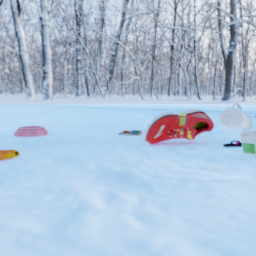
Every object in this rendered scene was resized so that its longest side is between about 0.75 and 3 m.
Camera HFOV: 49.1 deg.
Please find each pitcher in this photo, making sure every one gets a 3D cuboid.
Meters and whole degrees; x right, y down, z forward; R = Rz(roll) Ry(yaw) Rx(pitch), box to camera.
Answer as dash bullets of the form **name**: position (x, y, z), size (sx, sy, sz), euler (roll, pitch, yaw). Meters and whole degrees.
- **pitcher**: position (5.118, -0.606, 13.500), size (1.685, 1.446, 1.022), euler (5, -29, -37)

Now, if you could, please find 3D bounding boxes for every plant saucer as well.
- **plant saucer**: position (-4.304, 0.144, 12.455), size (1.456, 0.369, 1.456), euler (-1, 8, 0)

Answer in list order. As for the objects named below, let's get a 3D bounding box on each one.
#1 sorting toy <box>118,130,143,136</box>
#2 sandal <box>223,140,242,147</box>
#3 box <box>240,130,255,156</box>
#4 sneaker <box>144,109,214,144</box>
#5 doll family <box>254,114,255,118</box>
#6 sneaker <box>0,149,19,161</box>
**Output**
- **sorting toy**: position (0.178, 0.174, 12.938), size (1.019, 0.183, 1.368), euler (2, 7, 12)
- **sandal**: position (3.728, 0.543, 9.801), size (0.864, 0.195, 0.324), euler (-3, 9, -19)
- **box**: position (3.875, 0.405, 8.140), size (0.844, 0.723, 0.840), euler (-7, 0, -5)
- **sneaker**: position (1.909, 0.023, 10.157), size (2.750, 1.059, 1.168), euler (-17, 37, -17)
- **doll family**: position (5.159, 0.046, 9.589), size (2.406, 1.390, 0.944), euler (-12, -15, -27)
- **sneaker**: position (-3.381, 0.746, 7.860), size (0.316, 0.299, 0.820), euler (9, 11, 19)
